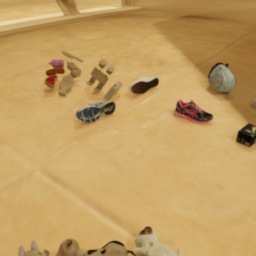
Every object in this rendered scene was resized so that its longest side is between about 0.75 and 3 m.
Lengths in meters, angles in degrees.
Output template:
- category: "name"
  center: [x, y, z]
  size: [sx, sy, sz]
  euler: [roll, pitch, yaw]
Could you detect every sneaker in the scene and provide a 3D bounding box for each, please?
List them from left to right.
- category: "sneaker"
  center: [-1.469, -0.719, 11.954]
  size: [1.889, 0.728, 0.805]
  euler: [-17, 26, -37]
- category: "sneaker"
  center: [0.642, -2.125, 14.135]
  size: [1.954, 0.711, 0.827]
  euler: [-21, 26, -39]
- category: "sneaker"
  center: [2.745, -0.745, 11.754]
  size: [1.710, 0.816, 0.676]
  euler: [17, 35, 22]

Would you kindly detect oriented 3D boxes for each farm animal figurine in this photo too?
- category: "farm animal figurine"
  center: [-1.470, 2.675, 4.878]
  size: [2.698, 1.422, 2.728]
  euler: [-28, -18, 32]

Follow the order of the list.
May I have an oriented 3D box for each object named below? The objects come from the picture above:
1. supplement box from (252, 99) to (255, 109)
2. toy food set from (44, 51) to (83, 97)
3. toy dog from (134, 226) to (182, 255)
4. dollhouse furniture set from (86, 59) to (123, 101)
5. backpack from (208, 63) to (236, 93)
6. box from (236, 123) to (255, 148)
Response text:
- category: "supplement box"
  center: [6.254, -1.078, 12.728]
  size: [0.985, 0.300, 0.536]
  euler: [2, 32, 5]
- category: "toy food set"
  center: [-3.447, -2.813, 14.493]
  size: [1.743, 0.432, 2.741]
  euler: [26, 52, -5]
- category: "toy dog"
  center: [0.565, 2.726, 6.282]
  size: [1.027, 0.739, 1.059]
  euler: [-27, 38, -17]
- category: "dollhouse furniture set"
  center: [-1.175, -2.204, 13.406]
  size: [1.553, 1.361, 1.032]
  euler: [40, 33, -1]
- category: "backpack"
  center: [4.654, -2.402, 14.013]
  size: [0.959, 1.264, 1.515]
  euler: [-3, 46, -17]
- category: "box"
  center: [4.521, 0.269, 10.456]
  size: [0.798, 0.496, 0.593]
  euler: [-27, 41, -34]
